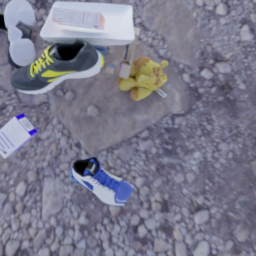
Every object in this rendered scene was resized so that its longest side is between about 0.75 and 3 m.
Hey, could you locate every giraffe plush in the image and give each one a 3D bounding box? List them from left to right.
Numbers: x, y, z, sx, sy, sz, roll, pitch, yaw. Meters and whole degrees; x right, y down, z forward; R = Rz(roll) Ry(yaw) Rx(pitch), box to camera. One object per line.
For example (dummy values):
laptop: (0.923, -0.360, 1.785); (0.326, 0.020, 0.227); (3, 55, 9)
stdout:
giraffe plush: (0.624, -1.839, 9.859); (1.883, 1.527, 1.624); (24, 78, 5)

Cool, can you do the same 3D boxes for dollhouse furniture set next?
dollhouse furniture set: (-0.741, -2.796, 9.469); (1.969, 1.858, 1.285); (13, 121, -4)

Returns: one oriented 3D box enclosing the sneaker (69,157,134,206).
sneaker: (-0.943, 1.674, 9.032); (2.256, 1.303, 0.911); (25, 62, 8)

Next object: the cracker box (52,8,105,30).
cracker box: (-1.482, -3.334, 8.606); (1.439, 0.964, 0.415); (7, 103, -1)

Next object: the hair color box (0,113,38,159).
hair color box: (-3.850, 0.283, 9.428); (1.517, 0.492, 0.829); (-35, 95, 23)

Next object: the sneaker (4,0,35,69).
sneaker: (-3.942, -3.202, 10.116); (0.997, 1.503, 2.642); (-1, 74, -26)

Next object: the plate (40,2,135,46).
plate: (-1.235, -3.434, 9.305); (2.816, 0.455, 2.810); (2, 44, -3)

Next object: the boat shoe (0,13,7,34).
boat shoe: (-4.933, -4.103, 10.821); (2.200, 0.662, 0.784); (26, 79, 6)

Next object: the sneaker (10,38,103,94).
sneaker: (-2.268, -1.947, 8.343); (2.930, 1.240, 1.091); (-18, 69, 5)
